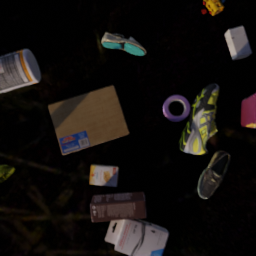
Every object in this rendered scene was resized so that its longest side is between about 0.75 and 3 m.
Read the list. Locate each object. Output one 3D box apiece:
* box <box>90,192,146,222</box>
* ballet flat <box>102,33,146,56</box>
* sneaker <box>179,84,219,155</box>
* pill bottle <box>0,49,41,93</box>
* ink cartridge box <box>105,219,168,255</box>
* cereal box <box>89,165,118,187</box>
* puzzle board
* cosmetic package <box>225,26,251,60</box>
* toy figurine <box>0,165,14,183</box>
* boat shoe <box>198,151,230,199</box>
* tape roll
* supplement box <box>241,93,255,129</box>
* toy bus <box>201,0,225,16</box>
[{"bbox_3d":[-0.327,2.722,9.714,1.847,0.925,0.692,-6,95,0],"label":"box"},{"bbox_3d":[-0.129,-3.262,10.723,1.755,0.610,0.610,15,83,2],"label":"ballet flat"},{"bbox_3d":[2.752,-0.283,10.198,1.021,1.007,2.671,21,94,-4],"label":"sneaker"},{"bbox_3d":[-4.431,-1.972,10.188,2.166,1.261,1.261,-17,83,-2],"label":"pill bottle"},{"bbox_3d":[0.263,3.805,9.737,1.983,0.673,1.150,18,83,2],"label":"ink cartridge box"},{"bbox_3d":[-0.879,1.737,10.174,0.996,0.197,0.716,5,96,1],"label":"cereal box"},{"bbox_3d":[-1.486,-0.297,10.502,2.591,0.225,1.953,-18,84,-2],"label":"puzzle board"},{"bbox_3d":[4.215,-3.231,10.748,0.627,0.451,1.112,-16,82,-4],"label":"cosmetic package"},{"bbox_3d":[-5.346,1.725,9.658,2.535,1.337,1.519,-45,68,9],"label":"toy figurine"},{"bbox_3d":[3.085,1.666,10.037,0.671,0.617,1.879,28,84,3],"label":"boat shoe"},{"bbox_3d":[1.805,-0.720,10.498,0.963,0.316,0.963,0,84,0],"label":"tape roll"},{"bbox_3d":[5.329,-0.545,9.932,2.124,1.391,1.096,4,83,1],"label":"supplement box"},{"bbox_3d":[3.315,-4.906,10.949,0.930,0.480,0.877,13,83,1],"label":"toy bus"}]
